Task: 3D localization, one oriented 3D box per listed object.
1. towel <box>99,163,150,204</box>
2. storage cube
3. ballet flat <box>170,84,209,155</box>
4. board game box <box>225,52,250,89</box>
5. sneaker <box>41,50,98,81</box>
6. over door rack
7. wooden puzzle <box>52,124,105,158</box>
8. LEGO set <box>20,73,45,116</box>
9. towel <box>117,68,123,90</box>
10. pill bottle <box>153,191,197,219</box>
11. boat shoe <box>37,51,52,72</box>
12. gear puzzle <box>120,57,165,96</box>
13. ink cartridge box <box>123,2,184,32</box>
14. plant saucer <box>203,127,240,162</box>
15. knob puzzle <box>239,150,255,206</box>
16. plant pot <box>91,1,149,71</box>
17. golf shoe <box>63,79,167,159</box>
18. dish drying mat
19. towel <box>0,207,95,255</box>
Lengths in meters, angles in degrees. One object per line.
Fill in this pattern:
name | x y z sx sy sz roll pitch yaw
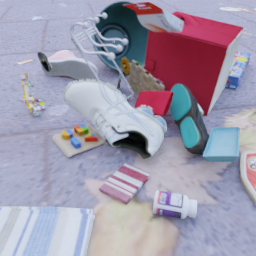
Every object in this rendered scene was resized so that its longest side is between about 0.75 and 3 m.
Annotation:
towel | -0.059 1.294 6.674 0.784 0.124 1.089 20 39 28
storage cube | 2.159 -2.311 9.618 2.480 2.759 2.359 23 40 20
ballet flat | 1.785 -0.214 8.030 0.840 0.835 2.456 25 42 -32
board game box | 3.917 -2.654 11.919 1.996 0.508 2.949 18 38 23
sneaker | -2.238 -2.688 11.609 2.459 0.925 1.285 8 41 19
over door rack | -0.485 -1.878 8.471 0.995 2.988 2.207 -15 23 18
wooden puzzle | -1.419 0.277 7.984 1.186 0.275 1.099 -23 42 -29
LEGO set | -3.143 -1.099 9.347 0.564 0.697 1.516 -13 75 -33
towel | -0.329 -1.594 10.184 0.120 0.813 1.109 11 35 -4
pill bottle | 0.985 1.627 5.883 0.870 0.485 0.485 8 36 11
boat shoe | -3.208 -2.536 10.710 0.293 0.822 0.248 -21 27 16
gear puzzle | 0.444 -1.610 9.529 0.305 1.207 2.330 -24 54 -29
ink cartridge box | 0.625 -2.791 7.156 1.298 0.325 1.052 6 11 -41
plant saucer | 2.354 0.371 6.912 0.735 0.199 2.101 -3 17 23
knob puzzle | 3.873 1.186 6.584 2.901 0.402 2.901 0 35 0
plant pot | -0.389 -3.799 12.045 2.714 2.714 1.818 -14 14 -18
golf shoe | -0.430 -0.235 7.315 2.988 1.170 1.453 24 40 -2
dish drying mat | 0.738 -0.766 8.530 0.175 0.739 1.923 24 -3 -25
towel | -1.952 2.223 5.210 2.457 0.293 1.805 1 35 3
